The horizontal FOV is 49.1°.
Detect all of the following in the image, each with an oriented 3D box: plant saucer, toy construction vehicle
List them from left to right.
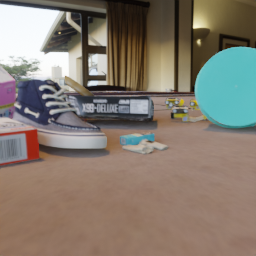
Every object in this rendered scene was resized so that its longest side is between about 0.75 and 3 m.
[{"bbox_3d":[-1.729,-1.371,9.660,1.222,0.216,1.222,35,-3,2],"label":"plant saucer"},{"bbox_3d":[2.130,-0.679,10.426,1.530,0.539,1.332,1,24,11],"label":"toy construction vehicle"}]

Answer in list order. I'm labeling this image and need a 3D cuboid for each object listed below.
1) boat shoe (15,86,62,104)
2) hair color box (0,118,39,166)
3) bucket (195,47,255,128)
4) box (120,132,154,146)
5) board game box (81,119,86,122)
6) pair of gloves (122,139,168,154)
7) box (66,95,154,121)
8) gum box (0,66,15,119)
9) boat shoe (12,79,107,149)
[{"bbox_3d":[-3.444,-0.784,10.174,2.549,0.872,0.953,-22,-39,36],"label":"boat shoe"},{"bbox_3d":[-2.579,0.213,5.409,1.061,0.612,1.914,-9,11,-38],"label":"hair color box"},{"bbox_3d":[3.273,-1.195,8.308,2.532,2.532,1.647,5,9,27],"label":"bucket"},{"bbox_3d":[0.215,0.249,6.404,0.759,0.187,0.312,-9,11,-32],"label":"box"},{"bbox_3d":[-1.753,-0.156,9.306,0.655,0.124,1.273,-2,9,-6],"label":"board game box"},{"bbox_3d":[0.357,0.379,5.868,0.781,0.137,0.664,-9,13,-42],"label":"pair of gloves"},{"bbox_3d":[-0.530,-0.633,9.504,2.734,0.680,2.156,2,0,9],"label":"box"},{"bbox_3d":[-5.008,-1.559,9.776,2.682,1.522,0.887,39,41,28],"label":"gum box"},{"bbox_3d":[-1.629,-0.382,6.185,2.980,1.382,1.113,9,4,37],"label":"boat shoe"}]
